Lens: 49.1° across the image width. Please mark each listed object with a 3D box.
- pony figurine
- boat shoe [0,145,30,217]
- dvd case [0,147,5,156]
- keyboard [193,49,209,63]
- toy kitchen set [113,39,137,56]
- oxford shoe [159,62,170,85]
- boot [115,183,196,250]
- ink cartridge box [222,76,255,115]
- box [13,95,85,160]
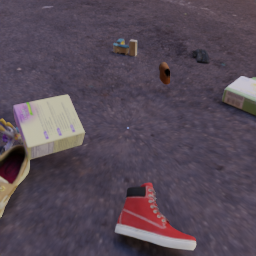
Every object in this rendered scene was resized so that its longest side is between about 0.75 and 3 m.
[{"bbox_3d":[-3.057,0.196,7.399,0.944,0.978,0.814,4,54,52],"label":"pony figurine"},{"bbox_3d":[-2.910,1.265,6.012,0.902,0.809,2.437,22,38,-5],"label":"boat shoe"},{"bbox_3d":[-4.507,1.211,6.725,2.545,0.203,1.892,-2,40,-4],"label":"dvd case"},{"bbox_3d":[3.228,-3.290,12.482,0.698,0.266,1.341,5,37,6],"label":"keyboard"},{"bbox_3d":[-0.032,-3.872,12.878,1.153,0.679,0.924,14,40,17],"label":"toy kitchen set"},{"bbox_3d":[1.318,-1.817,9.787,0.366,1.025,0.365,-30,56,-1],"label":"oxford shoe"},{"bbox_3d":[0.602,1.668,5.436,1.567,0.567,1.130,8,66,24],"label":"boot"},{"bbox_3d":[4.682,-1.270,9.664,1.797,0.592,2.470,30,49,33],"label":"ink cartridge box"},{"bbox_3d":[-1.901,-0.045,6.736,1.337,0.646,1.176,-16,65,-27],"label":"box"}]
